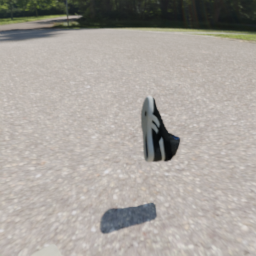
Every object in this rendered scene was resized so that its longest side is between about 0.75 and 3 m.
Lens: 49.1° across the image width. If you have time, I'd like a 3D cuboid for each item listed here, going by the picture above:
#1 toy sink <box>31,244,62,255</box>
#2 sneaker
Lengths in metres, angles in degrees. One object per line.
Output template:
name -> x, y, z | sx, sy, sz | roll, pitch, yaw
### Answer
toy sink -> -1.797, 3.077, 5.140 | 1.503, 0.842, 0.979 | -23, 34, -30
sneaker -> 0.980, 0.050, 8.252 | 1.076, 1.924, 0.703 | 2, -9, -17
